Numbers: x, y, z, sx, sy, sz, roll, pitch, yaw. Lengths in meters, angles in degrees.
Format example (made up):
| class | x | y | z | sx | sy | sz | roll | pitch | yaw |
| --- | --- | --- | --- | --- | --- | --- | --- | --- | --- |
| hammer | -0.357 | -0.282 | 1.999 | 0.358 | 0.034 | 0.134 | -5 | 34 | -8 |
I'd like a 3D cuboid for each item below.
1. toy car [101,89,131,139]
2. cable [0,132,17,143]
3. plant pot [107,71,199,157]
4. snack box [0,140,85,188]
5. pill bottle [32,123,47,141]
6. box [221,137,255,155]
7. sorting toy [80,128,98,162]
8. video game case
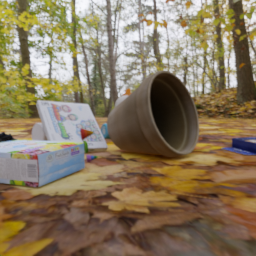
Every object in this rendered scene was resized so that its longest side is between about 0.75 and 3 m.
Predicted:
| class | x | y | z | sx | sy | sz | roll | pitch | yaw |
| --- | --- | --- | --- | --- | --- | --- | --- | --- | --- |
| toy car | 0.058 | -0.783 | 15.229 | 2.533 | 2.748 | 2.431 | -3 | 5 | -32 |
| cable | -5.455 | 0.424 | 10.973 | 1.846 | 0.575 | 2.262 | 5 | -6 | 3 |
| plant pot | 0.710 | -0.255 | 10.103 | 2.552 | 2.941 | 2.941 | -18 | -9 | 41 |
| snack box | -2.535 | 0.778 | 6.930 | 2.281 | 0.772 | 1.924 | 0 | 4 | 20 |
| pill bottle | -2.825 | 0.262 | 11.572 | 1.148 | 1.148 | 2.009 | 4 | 4 | 44 |
| box | 5.391 | 0.671 | 10.808 | 2.998 | 0.486 | 1.816 | -2 | 4 | -11 |
| sorting toy | -1.203 | 0.510 | 8.813 | 0.410 | 1.192 | 0.413 | -9 | -32 | -18 |
| video game case | -2.135 | -0.073 | 10.653 | 2.197 | 0.286 | 2.414 | 1 | 47 | -37 |
